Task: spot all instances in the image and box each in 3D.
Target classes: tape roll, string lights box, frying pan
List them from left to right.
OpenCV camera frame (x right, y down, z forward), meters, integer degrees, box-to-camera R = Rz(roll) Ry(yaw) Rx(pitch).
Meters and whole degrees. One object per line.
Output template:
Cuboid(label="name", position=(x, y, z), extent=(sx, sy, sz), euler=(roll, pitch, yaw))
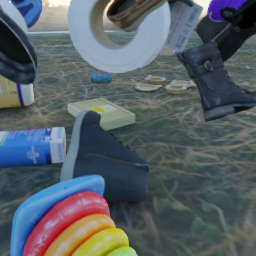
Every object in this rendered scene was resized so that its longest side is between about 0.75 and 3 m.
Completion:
Cuboid(label="frying pan", position=(-1.983, -1.551, 3.831), extent=(1.446, 2.390, 0.389), euler=(20, 57, 23))
Cuboid(label="tape roll", position=(-2.736, -2.016, 5.468), extent=(1.403, 1.403, 0.491), euler=(8, 60, 18))
Cuboid(label="string lights box", position=(-2.364, 0.432, 6.456), extent=(1.779, 0.525, 0.914), euler=(-4, 23, -9))
Cuboid(label="tape roll", position=(-0.231, -2.785, 7.374), extent=(2.619, 2.619, 0.916), euler=(7, 21, 15))

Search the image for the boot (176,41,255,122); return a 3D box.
Cuboid(label="boot", position=(1.768, -0.955, 5.180), extent=(1.644, 1.432, 0.569), euler=(-15, -6, -29))

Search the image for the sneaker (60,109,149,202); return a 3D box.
Cuboid(label="sneaker", position=(-0.406, 0.556, 5.776), extent=(1.519, 1.070, 2.860), euler=(5, 30, -4))

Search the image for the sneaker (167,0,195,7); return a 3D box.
Cuboid(label="sneaker", position=(1.111, -3.420, 7.472), extent=(1.269, 0.674, 0.475), euler=(35, 21, 4))

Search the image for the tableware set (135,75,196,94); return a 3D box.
Cuboid(label="tableware set", position=(1.646, -1.925, 12.306), extent=(2.585, 0.300, 2.159), euler=(8, 24, 18))

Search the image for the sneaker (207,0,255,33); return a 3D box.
Cuboid(label="sneaker", position=(1.834, -1.944, 4.665), extent=(0.553, 0.791, 1.591), euler=(25, -7, -26))

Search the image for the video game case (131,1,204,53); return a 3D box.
Cuboid(label="video game case", position=(0.968, -3.173, 7.998), extent=(1.967, 1.409, 0.177), euler=(20, 23, -14))

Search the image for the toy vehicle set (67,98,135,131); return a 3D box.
Cuboid(label="toy vehicle set", position=(-0.902, -0.471, 8.899), extent=(1.304, 0.278, 2.098), euler=(-15, 27, -31))

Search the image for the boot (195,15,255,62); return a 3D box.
Cuboid(label="boot", position=(3.167, -3.391, 8.346), extent=(1.007, 2.600, 1.798), euler=(32, 32, -35))

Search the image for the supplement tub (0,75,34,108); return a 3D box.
Cuboid(label="supplement tub", position=(-4.820, -1.685, 9.356), extent=(2.966, 2.157, 2.157), euler=(-7, 24, -16))

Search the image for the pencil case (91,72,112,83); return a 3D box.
Cuboid(label="pencil case", position=(-1.254, -2.376, 13.158), extent=(1.007, 0.465, 0.429), euler=(1, 26, 5))

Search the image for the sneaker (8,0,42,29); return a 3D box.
Cuboid(label="sneaker", position=(-2.560, -3.375, 6.694), extent=(0.770, 2.082, 0.856), euler=(-5, -12, 18))

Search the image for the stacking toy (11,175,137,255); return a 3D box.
Cuboid(label="stacking toy", position=(-0.235, 1.658, 3.081), extent=(1.282, 1.213, 2.209), euler=(-16, 38, -43))

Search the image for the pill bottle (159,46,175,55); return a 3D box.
Cuboid(label="pill bottle", position=(1.542, -3.562, 10.136), extent=(0.920, 1.679, 0.920), euler=(17, -5, 2))

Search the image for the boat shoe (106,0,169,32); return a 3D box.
Cuboid(label="boat shoe", position=(0.278, -2.420, 4.936), extent=(0.628, 1.750, 0.663), euler=(4, 55, -46))
